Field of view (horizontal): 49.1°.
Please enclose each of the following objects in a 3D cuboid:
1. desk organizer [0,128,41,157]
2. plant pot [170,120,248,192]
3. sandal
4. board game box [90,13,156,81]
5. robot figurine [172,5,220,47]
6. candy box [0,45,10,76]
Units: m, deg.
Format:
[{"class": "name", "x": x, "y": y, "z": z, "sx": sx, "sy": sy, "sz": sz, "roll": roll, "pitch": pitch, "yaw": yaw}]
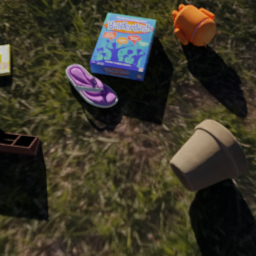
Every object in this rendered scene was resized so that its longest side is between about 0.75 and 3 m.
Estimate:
[{"class": "desk organizer", "x": -3.928, "y": 0.432, "z": 9.270, "sx": 1.791, "sy": 0.690, "sz": 0.642, "roll": 7, "pitch": 65, "yaw": 3}, {"class": "plant pot", "x": 2.232, "y": 1.000, "z": 8.379, "sx": 1.694, "sy": 1.942, "sz": 1.942, "roll": -34, "pitch": 68, "yaw": -8}, {"class": "sandal", "x": -1.455, "y": -1.593, "z": 10.361, "sx": 2.442, "sy": 0.600, "sz": 0.994, "roll": 37, "pitch": 69, "yaw": 17}, {"class": "board game box", "x": -0.141, "y": -3.283, "z": 11.193, "sx": 2.083, "sy": 0.616, "sz": 2.739, "roll": 10, "pitch": 64, "yaw": 7}, {"class": "robot figurine", "x": 2.671, "y": -4.105, "z": 11.347, "sx": 1.451, "sy": 1.177, "sz": 2.018, "roll": -26, "pitch": 62, "yaw": -38}, {"class": "candy box", "x": -5.070, "y": -2.676, "z": 11.147, "sx": 0.730, "sy": 0.189, "sz": 1.429, "roll": -8, "pitch": 63, "yaw": -7}]
